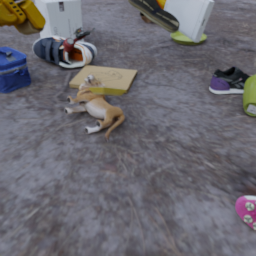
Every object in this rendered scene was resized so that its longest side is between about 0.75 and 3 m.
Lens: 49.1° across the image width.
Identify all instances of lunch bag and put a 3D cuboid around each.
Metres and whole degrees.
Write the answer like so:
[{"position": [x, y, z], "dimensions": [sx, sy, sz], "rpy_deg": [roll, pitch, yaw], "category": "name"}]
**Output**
[{"position": [-4.667, -2.300, 10.578], "dimensions": [2.010, 1.330, 1.365], "rpy_deg": [25, 42, 33], "category": "lunch bag"}]

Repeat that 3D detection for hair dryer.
[{"position": [-1.265, -2.134, 6.913], "dimensions": [0.968, 0.263, 0.737], "rpy_deg": [-26, 3, 29], "category": "hair dryer"}]

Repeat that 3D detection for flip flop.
[{"position": [0.838, -4.004, 9.934], "dimensions": [2.286, 0.658, 0.927], "rpy_deg": [42, 58, 13], "category": "flip flop"}]

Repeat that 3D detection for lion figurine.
[{"position": [-0.868, -0.598, 8.702], "dimensions": [1.627, 0.963, 2.657], "rpy_deg": [-20, 53, -38], "category": "lion figurine"}]

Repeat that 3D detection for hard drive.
[{"position": [2.283, -4.658, 11.167], "dimensions": [0.315, 1.559, 2.363], "rpy_deg": [-10, 45, -28], "category": "hard drive"}]

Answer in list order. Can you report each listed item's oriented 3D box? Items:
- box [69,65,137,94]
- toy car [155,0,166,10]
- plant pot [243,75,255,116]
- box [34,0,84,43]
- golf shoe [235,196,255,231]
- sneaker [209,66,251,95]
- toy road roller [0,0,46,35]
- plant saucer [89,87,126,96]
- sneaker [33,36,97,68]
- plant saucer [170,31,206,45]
[{"position": [-0.912, -1.950, 11.045], "dimensions": [2.251, 0.239, 1.840], "rpy_deg": [7, 35, 11], "category": "box"}, {"position": [1.738, -7.824, 18.062], "dimensions": [2.067, 2.413, 2.757], "rpy_deg": [-33, 23, 19], "category": "toy car"}, {"position": [4.177, -0.943, 9.014], "dimensions": [1.113, 1.113, 1.190], "rpy_deg": [19, 51, 25], "category": "plant pot"}, {"position": [-3.319, -5.038, 13.506], "dimensions": [1.617, 2.461, 2.474], "rpy_deg": [-17, 38, -23], "category": "box"}, {"position": [3.098, 1.752, 5.486], "dimensions": [1.901, 0.716, 0.870], "rpy_deg": [17, 23, 20], "category": "golf shoe"}, {"position": [4.056, -1.773, 10.187], "dimensions": [2.094, 0.917, 0.793], "rpy_deg": [-7, 35, -10], "category": "sneaker"}, {"position": [-2.778, -2.676, 6.721], "dimensions": [0.830, 1.350, 0.986], "rpy_deg": [3, 57, 35], "category": "toy road roller"}, {"position": [-0.559, -0.966, 7.506], "dimensions": [0.762, 0.185, 0.762], "rpy_deg": [1, 5, -36], "category": "plant saucer"}, {"position": [-2.921, -3.293, 12.109], "dimensions": [2.941, 1.153, 1.168], "rpy_deg": [6, 30, 11], "category": "sneaker"}, {"position": [3.241, -4.843, 15.140], "dimensions": [1.914, 0.297, 1.914], "rpy_deg": [-1, 35, 0], "category": "plant saucer"}]
